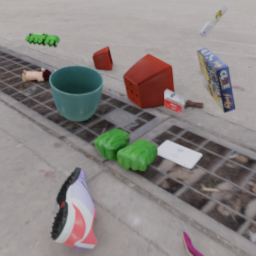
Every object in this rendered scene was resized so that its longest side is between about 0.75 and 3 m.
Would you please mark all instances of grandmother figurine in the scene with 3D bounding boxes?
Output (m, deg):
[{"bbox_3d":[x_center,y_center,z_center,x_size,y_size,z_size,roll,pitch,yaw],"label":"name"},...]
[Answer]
[{"bbox_3d":[-4.553,-2.798,14.961,1.942,0.588,1.178,0,53,-6],"label":"grandmother figurine"}]

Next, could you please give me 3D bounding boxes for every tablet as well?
[{"bbox_3d":[1.743,0.898,9.772,1.429,0.098,0.930,23,40,30],"label":"tablet"}]

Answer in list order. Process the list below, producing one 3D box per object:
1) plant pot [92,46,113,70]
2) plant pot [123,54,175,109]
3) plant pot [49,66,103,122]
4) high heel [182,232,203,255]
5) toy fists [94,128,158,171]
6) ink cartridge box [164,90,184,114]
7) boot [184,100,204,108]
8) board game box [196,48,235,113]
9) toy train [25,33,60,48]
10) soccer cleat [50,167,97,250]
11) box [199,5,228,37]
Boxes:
[{"bbox_3d":[-1.501,-3.984,16.333,0.975,1.106,1.105,-9,33,8],"label":"plant pot"},{"bbox_3d":[0.849,-1.959,12.649,1.658,1.882,1.880,-27,41,-18],"label":"plant pot"},{"bbox_3d":[-2.087,-1.297,11.490,2.087,1.675,2.087,4,43,-4],"label":"plant pot"},{"bbox_3d":[1.620,2.884,6.552,0.494,0.347,1.029,-14,50,-4],"label":"high heel"},{"bbox_3d":[-0.163,0.764,9.403,2.253,0.775,1.148,24,33,33],"label":"toy fists"},{"bbox_3d":[1.642,-0.921,9.916,0.781,0.175,0.688,19,54,-25],"label":"ink cartridge box"},{"bbox_3d":[2.952,-0.988,12.497,0.801,0.257,0.747,19,40,19],"label":"boot"},{"bbox_3d":[2.958,-1.694,9.559,0.392,1.534,2.264,-18,29,7],"label":"board game box"},{"bbox_3d":[-2.712,-2.791,8.829,1.334,0.278,0.376,16,79,26],"label":"toy train"},{"bbox_3d":[-1.331,2.062,7.483,1.012,0.943,2.764,32,15,-17],"label":"soccer cleat"},{"bbox_3d":[3.735,-4.687,12.301,0.292,1.509,0.313,37,9,-13],"label":"box"}]
